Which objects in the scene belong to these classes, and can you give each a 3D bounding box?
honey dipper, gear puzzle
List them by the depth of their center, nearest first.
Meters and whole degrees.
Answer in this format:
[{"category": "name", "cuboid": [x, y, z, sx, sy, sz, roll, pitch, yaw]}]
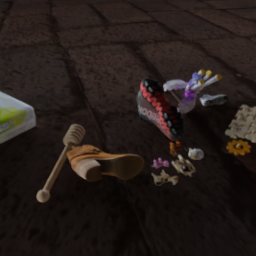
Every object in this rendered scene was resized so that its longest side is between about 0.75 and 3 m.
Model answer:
[{"category": "honey dipper", "cuboid": [-2.060, 0.997, 8.618, 0.564, 0.564, 2.970, 7, 40, 9]}, {"category": "gear puzzle", "cuboid": [4.307, 0.136, 9.814, 1.522, 0.385, 2.938, 13, 40, 34]}]

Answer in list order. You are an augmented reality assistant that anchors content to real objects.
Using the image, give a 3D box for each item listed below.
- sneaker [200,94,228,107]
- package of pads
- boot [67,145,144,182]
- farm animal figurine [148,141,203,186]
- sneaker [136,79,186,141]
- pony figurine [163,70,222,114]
[{"category": "sneaker", "cuboid": [3.545, -1.270, 11.743, 1.137, 0.427, 0.657, -10, 36, -11]}, {"category": "package of pads", "cuboid": [-4.960, -0.442, 10.072, 2.710, 0.924, 2.094, 24, 37, 25]}, {"category": "boot", "cuboid": [-0.728, 1.004, 8.586, 2.102, 0.806, 1.632, -11, 21, -28]}, {"category": "farm animal figurine", "cuboid": [1.445, 1.159, 8.126, 1.370, 1.386, 0.723, 15, 22, -29]}, {"category": "sneaker", "cuboid": [1.095, -0.495, 10.306, 0.934, 1.291, 2.643, -10, 59, -39]}, {"category": "pony figurine", "cuboid": [2.565, -1.563, 11.193, 1.757, 1.820, 1.516, -19, 76, -25]}]
